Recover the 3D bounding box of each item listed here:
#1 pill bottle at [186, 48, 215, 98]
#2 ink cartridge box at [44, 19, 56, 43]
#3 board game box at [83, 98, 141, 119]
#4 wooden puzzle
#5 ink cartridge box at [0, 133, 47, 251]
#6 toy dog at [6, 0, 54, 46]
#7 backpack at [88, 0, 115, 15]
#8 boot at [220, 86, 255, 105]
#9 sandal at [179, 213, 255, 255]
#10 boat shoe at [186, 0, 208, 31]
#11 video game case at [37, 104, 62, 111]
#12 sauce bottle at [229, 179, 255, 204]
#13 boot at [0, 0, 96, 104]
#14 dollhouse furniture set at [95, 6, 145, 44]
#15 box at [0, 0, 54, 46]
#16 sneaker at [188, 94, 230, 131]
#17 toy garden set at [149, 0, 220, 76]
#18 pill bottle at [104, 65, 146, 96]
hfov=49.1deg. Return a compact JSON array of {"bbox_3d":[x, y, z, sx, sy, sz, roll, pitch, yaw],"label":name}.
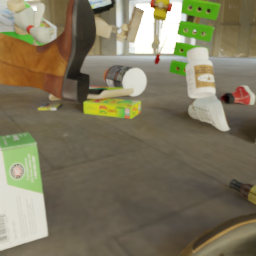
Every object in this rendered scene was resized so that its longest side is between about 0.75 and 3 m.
[{"bbox_3d":[1.726,-1.321,6.779,0.635,1.110,0.635,-4,-8,-1],"label":"pill bottle"},{"bbox_3d":[-3.570,-3.322,11.790,0.565,2.254,1.828,6,8,4],"label":"ink cartridge box"},{"bbox_3d":[-0.620,-0.803,11.004,2.005,0.477,1.019,7,19,21],"label":"board game box"},{"bbox_3d":[-1.557,-1.576,12.331,2.893,0.539,2.676,1,10,29],"label":"wooden puzzle"},{"bbox_3d":[-2.274,0.975,3.854,2.032,1.485,0.857,-9,15,-26],"label":"ink cartridge box"},{"bbox_3d":[-2.568,-2.944,7.889,0.942,1.289,1.955,-31,74,-26],"label":"toy dog"},{"bbox_3d":[-0.950,-3.654,8.278,0.880,0.677,0.718,-39,22,-19],"label":"backpack"},{"bbox_3d":[4.948,-1.558,13.118,1.345,0.675,1.864,1,21,6],"label":"boot"},{"bbox_3d":[1.886,1.575,3.339,2.521,1.030,0.688,5,39,-8],"label":"sandal"},{"bbox_3d":[2.358,-3.922,9.160,0.577,1.696,0.610,16,-8,-19],"label":"boat shoe"},{"bbox_3d":[-3.306,-0.897,11.905,0.802,0.113,0.887,0,17,2],"label":"video game case"},{"bbox_3d":[2.308,1.202,5.086,0.319,0.319,0.985,-12,23,-33],"label":"sauce bottle"},{"bbox_3d":[-1.954,-1.856,6.264,2.425,2.283,0.830,17,32,19],"label":"boot"},{"bbox_3d":[-0.804,-4.053,10.060,2.478,1.210,2.113,14,25,-14],"label":"dollhouse furniture set"},{"bbox_3d":[-4.154,-3.440,9.320,2.087,1.143,2.365,46,36,10],"label":"box"},{"bbox_3d":[2.717,-0.440,9.625,1.124,0.966,2.654,-22,16,13],"label":"sneaker"},{"bbox_3d":[1.658,-3.020,9.230,2.090,2.508,0.500,16,44,11],"label":"toy garden set"},{"bbox_3d":[-0.328,-2.606,15.018,1.437,1.437,2.706,-10,21,-29],"label":"pill bottle"}]
